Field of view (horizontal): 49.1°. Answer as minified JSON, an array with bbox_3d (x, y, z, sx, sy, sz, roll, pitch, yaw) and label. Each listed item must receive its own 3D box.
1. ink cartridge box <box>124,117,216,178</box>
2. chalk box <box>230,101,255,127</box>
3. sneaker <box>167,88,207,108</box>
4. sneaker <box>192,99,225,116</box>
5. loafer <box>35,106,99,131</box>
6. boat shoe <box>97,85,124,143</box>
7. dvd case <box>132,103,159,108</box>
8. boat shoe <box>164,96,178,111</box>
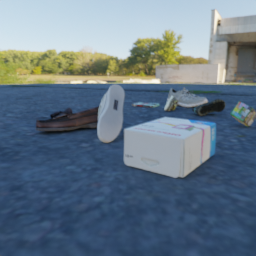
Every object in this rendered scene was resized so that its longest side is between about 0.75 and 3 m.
[{"bbox_3d":[1.059,0.360,6.744,1.504,0.881,2.082,8,15,33],"label":"ink cartridge box"},{"bbox_3d":[4.362,-0.552,10.627,0.996,0.620,0.617,28,10,-47],"label":"chalk box"},{"bbox_3d":[3.496,-1.875,17.050,2.754,1.129,1.029,10,15,41],"label":"sneaker"},{"bbox_3d":[3.995,-1.045,13.860,1.766,0.666,0.700,-12,10,-20],"label":"sneaker"},{"bbox_3d":[-1.983,-0.406,10.322,2.852,0.898,1.025,-5,7,-29],"label":"loafer"},{"bbox_3d":[-0.653,-0.425,9.058,0.767,2.131,0.700,21,-32,-26],"label":"boat shoe"},{"bbox_3d":[1.073,-1.410,17.237,1.428,0.157,1.042,5,13,28],"label":"dvd case"},{"bbox_3d":[2.415,-1.292,15.464,0.537,0.641,1.795,33,26,3],"label":"boat shoe"}]
